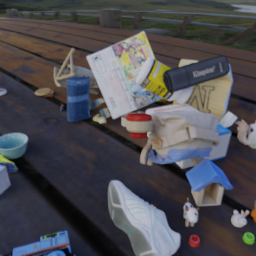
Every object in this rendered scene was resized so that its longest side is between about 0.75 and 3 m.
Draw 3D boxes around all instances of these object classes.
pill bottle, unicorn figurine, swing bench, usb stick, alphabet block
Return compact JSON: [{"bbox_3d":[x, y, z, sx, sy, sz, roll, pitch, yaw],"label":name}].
[{"bbox_3d":[1.389,-1.725,10.637,1.989,1.118,1.118,27,28,-10],"label":"pill bottle"},{"bbox_3d":[5.303,0.426,10.040,2.706,0.999,1.859,-3,36,25],"label":"unicorn figurine"},{"bbox_3d":[-2.190,-2.489,13.496,2.103,1.372,2.114,7,-21,-36],"label":"swing bench"},{"bbox_3d":[2.500,-1.972,10.096,2.897,0.803,0.472,-19,-1,-24],"label":"usb stick"},{"bbox_3d":[3.160,-1.588,12.160,2.172,2.133,2.122,8,31,11],"label":"alphabet block"}]

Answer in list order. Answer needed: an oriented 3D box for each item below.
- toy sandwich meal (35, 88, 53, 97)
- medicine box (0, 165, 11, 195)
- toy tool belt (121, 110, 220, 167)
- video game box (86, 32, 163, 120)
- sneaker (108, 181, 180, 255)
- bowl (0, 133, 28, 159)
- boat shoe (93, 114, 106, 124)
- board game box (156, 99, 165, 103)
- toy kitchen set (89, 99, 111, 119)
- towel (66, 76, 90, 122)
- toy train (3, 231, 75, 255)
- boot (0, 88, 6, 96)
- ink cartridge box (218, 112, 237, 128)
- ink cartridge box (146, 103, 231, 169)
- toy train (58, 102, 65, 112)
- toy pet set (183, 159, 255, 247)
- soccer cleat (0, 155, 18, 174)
[{"bbox_3d":[-4.319,-1.773,14.444,0.945,0.324,0.945,-3,30,2],"label":"toy sandwich meal"},{"bbox_3d":[-3.867,1.567,8.069,0.411,0.728,0.799,9,31,15],"label":"medicine box"},{"bbox_3d":[1.159,0.450,7.490,2.782,1.709,1.737,-4,10,-32],"label":"toy tool belt"},{"bbox_3d":[0.008,-2.154,11.751,2.580,2.831,0.663,-22,9,5],"label":"video game box"},{"bbox_3d":[0.278,2.218,6.951,1.004,0.881,2.505,-7,35,-31],"label":"sneaker"},{"bbox_3d":[-4.027,0.692,9.788,1.079,0.564,1.079,-1,29,0],"label":"bowl"},{"bbox_3d":[-1.194,-0.416,11.846,0.367,0.329,0.991,-5,15,-33],"label":"boat shoe"},{"bbox_3d":[1.479,-2.066,14.222,0.876,0.411,1.724,6,49,1],"label":"board game box"},{"bbox_3d":[-1.461,-0.668,12.433,0.682,0.928,1.158,-27,3,-40],"label":"toy kitchen set"},{"bbox_3d":[-2.068,-1.185,11.688,0.460,1.894,1.058,25,30,38],"label":"towel"},{"bbox_3d":[-1.957,2.853,5.851,1.742,0.755,0.995,-11,22,-14],"label":"toy train"},{"bbox_3d":[-7.183,-1.998,14.370,1.630,0.737,0.593,-11,31,-19],"label":"boot"},{"bbox_3d":[3.724,-0.122,10.813,0.238,1.005,0.805,34,14,-1],"label":"ink cartridge box"},{"bbox_3d":[2.021,0.162,10.136,1.898,1.096,2.600,-11,30,-22],"label":"ink cartridge box"},{"bbox_3d":[-3.127,-0.992,13.203,0.214,0.160,0.935,10,28,-8],"label":"toy train"},{"bbox_3d":[2.435,1.815,7.217,2.145,1.139,2.003,-2,30,-5],"label":"toy pet set"},{"bbox_3d":[-3.997,1.206,9.222,0.456,0.353,1.091,14,8,-46],"label":"soccer cleat"}]
